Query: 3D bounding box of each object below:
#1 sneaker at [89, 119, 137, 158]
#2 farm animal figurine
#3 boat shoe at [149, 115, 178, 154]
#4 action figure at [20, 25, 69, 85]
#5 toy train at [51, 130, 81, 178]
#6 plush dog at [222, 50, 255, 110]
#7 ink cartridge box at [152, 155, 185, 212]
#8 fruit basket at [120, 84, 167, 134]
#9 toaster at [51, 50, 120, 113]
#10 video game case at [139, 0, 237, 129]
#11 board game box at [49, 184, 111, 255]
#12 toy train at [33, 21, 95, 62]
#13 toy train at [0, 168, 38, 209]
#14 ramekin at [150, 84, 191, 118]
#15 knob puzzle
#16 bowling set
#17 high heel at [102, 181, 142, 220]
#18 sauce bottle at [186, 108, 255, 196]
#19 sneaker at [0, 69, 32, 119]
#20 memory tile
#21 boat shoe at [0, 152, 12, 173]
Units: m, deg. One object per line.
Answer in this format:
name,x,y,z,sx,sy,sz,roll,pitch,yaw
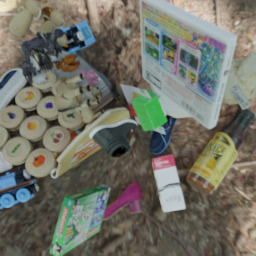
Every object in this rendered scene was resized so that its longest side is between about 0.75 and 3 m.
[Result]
sneaker,-0.124,0.227,5.474,0.641,1.292,0.457,51,124,18
farm animal figurine,-1.133,-0.751,6.004,0.827,1.645,1.328,-19,78,9
boat shoe,0.920,-0.028,7.909,0.657,0.536,1.560,2,59,35
action figure,-1.714,-1.454,5.846,1.037,1.745,0.890,-38,101,-25
toy train,-1.968,0.562,7.689,1.130,0.418,1.504,35,94,35
plush dog,2.825,-1.193,7.227,2.234,1.919,1.793,26,109,37
ink cartridge box,1.049,1.495,7.465,0.578,0.992,1.371,-12,76,2
fruit basket,0.380,-0.526,7.227,0.656,1.399,1.295,-31,115,-12
toaster,-1.370,-1.135,8.073,1.373,1.208,2.126,-42,74,-6
video game case,0.964,-1.250,5.322,0.253,1.945,2.136,-30,52,-20
board game box,-0.927,1.852,5.877,0.241,1.657,1.115,17,93,20
toy train,-1.736,-2.186,7.367,1.703,0.973,0.738,-12,113,32
toy train,-3.255,1.665,7.549,1.573,0.682,0.899,-19,88,-5
ramekin,1.384,-1.188,7.377,0.959,2.060,2.060,-19,72,35
knob puzzle,-0.837,0.139,6.819,2.486,2.486,0.345,-38,79,-9
bowling set,-2.208,-2.889,6.864,2.192,1.177,1.525,46,46,-22
high heel,-0.493,1.977,7.566,1.752,0.591,0.842,-7,85,-17
sauce bottle,2.636,0.590,7.832,0.875,0.875,2.651,34,75,8
sneaker,-3.415,-0.350,7.669,0.883,1.351,2.416,27,65,22
memory tile,-2.109,-0.256,6.863,2.038,0.223,2.660,24,65,15
boat shoe,-3.842,0.244,8.040,0.763,0.775,2.185,-13,70,-31
